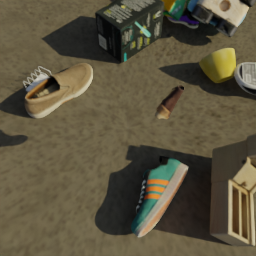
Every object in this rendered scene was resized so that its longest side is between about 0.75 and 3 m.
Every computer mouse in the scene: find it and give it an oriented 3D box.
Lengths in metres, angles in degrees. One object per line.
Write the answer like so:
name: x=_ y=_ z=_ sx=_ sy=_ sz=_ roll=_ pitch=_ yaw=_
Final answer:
computer mouse: x=4.600 y=-1.359 z=8.724 sx=2.814 sy=0.617 sz=1.543 roll=12 pitch=63 yaw=1

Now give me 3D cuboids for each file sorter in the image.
file sorter: x=-2.822 y=-1.489 z=8.840 sx=0.545 sy=0.489 sz=0.786 roll=25 pitch=61 yaw=15

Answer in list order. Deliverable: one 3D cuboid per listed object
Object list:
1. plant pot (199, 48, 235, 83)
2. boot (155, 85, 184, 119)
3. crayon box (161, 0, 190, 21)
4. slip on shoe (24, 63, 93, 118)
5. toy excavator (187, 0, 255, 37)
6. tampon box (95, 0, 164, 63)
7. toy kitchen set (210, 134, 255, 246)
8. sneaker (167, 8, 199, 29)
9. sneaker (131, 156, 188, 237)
plant pot: x=2.917 y=-1.893 z=8.855 sx=1.114 sy=1.114 sz=0.791 roll=-16 pitch=82 yaw=-10
boot: x=0.806 y=-0.481 z=5.122 sx=0.292 sy=0.807 sz=0.671 roll=42 pitch=109 yaw=5
crayon box: x=1.783 y=-5.387 z=10.188 sx=1.504 sy=0.738 sz=2.533 roll=39 pitch=103 yaw=35
slip on shoe: x=-2.085 y=-1.315 z=8.563 sx=2.499 sy=0.757 sz=0.950 roll=-39 pitch=65 yaw=-22
toy excavator: x=2.793 y=-4.699 z=10.335 sx=2.894 sy=1.487 sz=2.976 roll=27 pitch=20 yaw=-7
tampon box: x=0.073 y=-3.480 z=9.505 sx=1.953 sy=1.464 sz=1.233 roll=-39 pitch=65 yaw=-22
toy kitchen set: x=3.449 y=1.491 z=6.203 sx=1.984 sy=2.432 sz=2.194 roll=33 pitch=53 yaw=-29
sneaker: x=2.083 y=-4.239 z=10.482 sx=1.264 sy=0.629 sz=0.440 roll=23 pitch=61 yaw=13
sneaker: x=0.601 y=1.582 z=6.806 sx=0.858 sy=0.766 sz=2.147 roll=27 pitch=57 yaw=23
